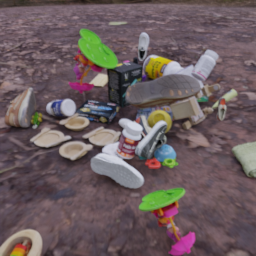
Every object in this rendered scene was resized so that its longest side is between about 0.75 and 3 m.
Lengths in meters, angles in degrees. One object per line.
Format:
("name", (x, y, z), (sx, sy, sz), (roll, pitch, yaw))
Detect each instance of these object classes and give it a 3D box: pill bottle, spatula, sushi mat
("pill bottle", (-2.868, -0.823, 11.796), (1.240, 0.689, 0.689), (0, 25, 39))
("pill bottle", (1.982, -3.116, 15.340), (1.266, 1.266, 2.317), (-22, 36, -32))
("spatula", (0.503, -2.789, 13.989), (0.683, 2.415, 0.248), (-36, 65, -4))
("sushi mat", (-1.541, -2.676, 15.747), (0.863, 0.109, 1.804), (7, 31, 13))
("pill bottle", (3.262, -2.638, 11.892), (0.676, 1.193, 0.676), (32, 2, -1))
("pill bottle", (0.045, 0.394, 8.746), (0.601, 1.052, 0.601), (15, 27, -8))

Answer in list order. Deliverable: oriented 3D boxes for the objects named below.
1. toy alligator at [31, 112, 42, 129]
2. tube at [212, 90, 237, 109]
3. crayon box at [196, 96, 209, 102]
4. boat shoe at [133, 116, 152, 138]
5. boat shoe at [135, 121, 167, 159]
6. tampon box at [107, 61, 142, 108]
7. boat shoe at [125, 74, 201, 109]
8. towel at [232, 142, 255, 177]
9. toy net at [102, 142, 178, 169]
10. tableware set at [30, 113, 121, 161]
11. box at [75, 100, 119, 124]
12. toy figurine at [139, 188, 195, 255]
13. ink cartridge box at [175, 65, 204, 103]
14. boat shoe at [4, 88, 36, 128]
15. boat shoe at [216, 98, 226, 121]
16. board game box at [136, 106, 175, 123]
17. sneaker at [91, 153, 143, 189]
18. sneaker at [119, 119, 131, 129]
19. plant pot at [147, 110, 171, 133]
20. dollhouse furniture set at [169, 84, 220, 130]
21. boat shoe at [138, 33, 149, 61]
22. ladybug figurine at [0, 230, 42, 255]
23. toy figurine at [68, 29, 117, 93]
("toy alligator", (-3.744, -0.235, 11.442), (0.391, 0.283, 1.180), (-18, 37, 3))
("tube", (4.233, -1.217, 12.458), (1.258, 0.365, 0.327), (-35, 39, 2))
("crayon box", (2.903, -1.681, 13.644), (1.764, 0.514, 1.048), (-3, 31, -6))
("boat shoe", (0.748, 0.171, 10.165), (0.494, 0.562, 1.580), (-35, 50, 0))
("boat shoe", (0.910, 0.418, 9.093), (0.557, 0.618, 1.749), (25, 46, 22))
("tampon box", (-0.155, -2.069, 13.098), (1.298, 1.732, 1.093), (-23, 38, -34))
("boat shoe", (1.402, -1.390, 11.234), (2.926, 1.050, 1.108), (-5, 67, 14))
("towel", (4.567, 0.890, 9.085), (2.002, 0.365, 1.485), (-12, 33, 2))
("toy net", (0.357, 0.992, 9.230), (2.451, 0.473, 1.286), (0, 36, 4))
("tableware set", (-1.936, 0.311, 10.432), (2.946, 0.342, 2.461), (21, 37, 32))
("box", (-1.324, -0.711, 12.138), (1.558, 0.358, 1.239), (10, 33, 15))
("toy figurine", (0.950, 2.212, 6.433), (1.098, 1.346, 1.463), (-22, -2, -16))
("ink cartridge box", (2.600, -1.874, 12.773), (1.485, 1.499, 0.325), (-26, -8, 4))
("boat shoe", (-4.577, -0.940, 11.932), (0.990, 1.044, 2.757), (-5, 29, -5))
("boat shoe", (3.565, -0.715, 10.647), (0.313, 0.879, 0.275), (8, 6, -2))
("board game box", (1.203, -0.475, 11.605), (1.651, 0.510, 1.652), (4, 31, 7))
("sneaker", (-0.255, 1.201, 8.400), (1.733, 0.662, 0.698), (24, 23, 21))
("sneaker", (-0.013, 0.015, 10.812), (1.026, 0.378, 0.593), (23, 36, 21))
("plant pot", (1.175, -0.263, 10.571), (0.947, 0.947, 0.672), (4, -9, 7))
("dollhouse furniture set", (2.917, -0.886, 11.234), (2.321, 1.203, 1.028), (-31, 11, -38))
("boat shoe", (0.603, -3.200, 11.171), (0.409, 1.113, 0.364), (7, 44, 10))
("ladybug figurine", (-2.364, 2.834, 6.009), (0.916, 0.485, 1.349), (8, 31, 13))
("toy figurine", (-2.001, -2.800, 12.826), (1.899, 2.328, 2.529), (1, 51, -43))
